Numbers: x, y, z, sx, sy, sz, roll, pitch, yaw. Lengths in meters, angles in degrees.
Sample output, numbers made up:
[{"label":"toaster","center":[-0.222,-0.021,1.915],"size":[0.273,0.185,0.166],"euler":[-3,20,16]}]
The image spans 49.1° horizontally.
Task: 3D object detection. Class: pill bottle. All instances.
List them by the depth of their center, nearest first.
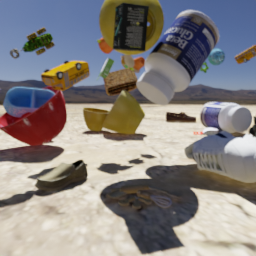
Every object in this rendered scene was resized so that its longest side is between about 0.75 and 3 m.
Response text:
[{"label":"pill bottle","center":[1.455,-2.064,8.516],"size":[1.512,2.722,1.512],"euler":[33,-13,9]},{"label":"pill bottle","center":[4.803,-0.516,13.912],"size":[1.458,1.458,2.520],"euler":[-2,8,-17]}]

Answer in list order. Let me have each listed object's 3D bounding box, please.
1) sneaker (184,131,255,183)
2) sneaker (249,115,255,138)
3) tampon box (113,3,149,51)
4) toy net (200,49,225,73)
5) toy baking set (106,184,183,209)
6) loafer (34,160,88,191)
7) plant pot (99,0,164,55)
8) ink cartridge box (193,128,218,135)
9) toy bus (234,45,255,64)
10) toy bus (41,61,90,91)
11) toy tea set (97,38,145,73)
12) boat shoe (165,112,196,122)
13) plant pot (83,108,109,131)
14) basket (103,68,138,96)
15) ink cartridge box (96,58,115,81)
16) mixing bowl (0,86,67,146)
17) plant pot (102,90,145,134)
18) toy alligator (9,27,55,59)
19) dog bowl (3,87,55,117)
[{"label":"sneaker","center":[2.173,0.717,6.531],"size":[1.153,1.094,2.864],"euler":[-9,1,-1]},{"label":"sneaker","center":[5.744,-0.094,12.204],"size":[0.721,1.080,1.885],"euler":[4,6,14]},{"label":"tampon box","center":[0.045,-2.278,6.456],"size":[0.613,0.972,0.728],"euler":[0,15,-16]},{"label":"toy net","center":[2.649,-3.080,10.185],"size":[1.071,2.042,0.394],"euler":[-30,5,15]},{"label":"toy baking set","center":[0.275,1.257,5.114],"size":[1.292,0.150,0.992],"euler":[-3,10,-20]},{"label":"loafer","center":[-1.411,0.976,5.981],"size":[0.511,0.453,1.344],"euler":[5,8,33]},{"label":"plant pot","center":[0.162,-2.804,7.513],"size":[1.873,1.873,1.330],"euler":[-1,24,-6]},{"label":"ink cartridge box","center":[3.701,0.156,13.412],"size":[1.109,0.316,0.901],"euler":[6,9,13]},{"label":"toy bus","center":[3.727,-2.255,8.571],"size":[0.273,0.329,0.839],"euler":[-30,0,-42]},{"label":"toy bus","center":[-1.908,-1.645,8.701],"size":[0.547,0.658,1.681],"euler":[13,34,26]},{"label":"toy tea set","center":[-0.271,-2.747,10.303],"size":[0.761,2.056,1.223],"euler":[-20,29,42]},{"label":"boat shoe","center":[3.534,-0.738,18.755],"size":[2.067,0.727,0.728],"euler":[2,7,6]},{"label":"plant pot","center":[-1.679,-0.419,14.491],"size":[1.444,1.025,1.444],"euler":[8,12,-2]},{"label":"basket","center":[-0.333,-2.094,13.897],"size":[1.644,1.174,1.225],"euler":[-15,45,-2]},{"label":"ink cartridge box","center":[-0.726,-1.794,8.860],"size":[0.226,0.764,0.396],"euler":[27,-9,-16]},{"label":"mixing bowl","center":[-3.182,-0.291,10.061],"size":[2.579,1.397,2.579],"euler":[-24,27,13]},{"label":"plant pot","center":[-0.058,-0.544,13.322],"size":[1.473,2.075,2.075],"euler":[30,9,1]},{"label":"toy alligator","center":[-2.341,-2.152,7.180],"size":[0.394,0.543,1.638],"euler":[-12,29,31]},{"label":"dog bowl","center":[-3.233,-0.876,9.477],"size":[1.834,1.022,0.455],"euler":[4,-31,-19]}]
